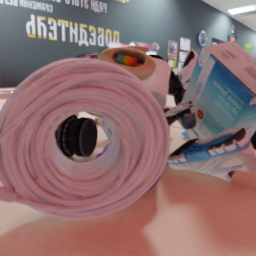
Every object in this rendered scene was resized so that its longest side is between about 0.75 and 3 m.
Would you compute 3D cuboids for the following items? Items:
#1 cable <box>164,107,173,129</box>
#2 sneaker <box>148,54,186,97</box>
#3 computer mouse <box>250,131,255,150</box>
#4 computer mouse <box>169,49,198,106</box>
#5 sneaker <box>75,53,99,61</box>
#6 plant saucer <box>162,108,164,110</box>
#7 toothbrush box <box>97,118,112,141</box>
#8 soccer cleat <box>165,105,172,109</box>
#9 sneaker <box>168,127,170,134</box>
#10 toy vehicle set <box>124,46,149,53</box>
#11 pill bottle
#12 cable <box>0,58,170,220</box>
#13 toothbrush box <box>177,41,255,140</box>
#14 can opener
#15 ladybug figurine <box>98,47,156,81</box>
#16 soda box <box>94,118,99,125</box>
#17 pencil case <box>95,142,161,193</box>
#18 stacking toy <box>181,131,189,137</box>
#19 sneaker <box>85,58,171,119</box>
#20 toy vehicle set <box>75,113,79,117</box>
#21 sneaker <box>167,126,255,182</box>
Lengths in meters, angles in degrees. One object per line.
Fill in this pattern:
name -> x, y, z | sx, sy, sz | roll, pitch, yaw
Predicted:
cable -> 1.279, -0.419, 10.471 | 0.336, 0.971, 0.971 | -31, 39, -26
sneaker -> 1.345, -1.741, 9.424 | 1.925, 1.022, 0.720 | 17, 45, 5
computer mouse -> 2.881, -0.067, 8.470 | 0.534, 1.334, 2.432 | -43, 24, -14
computer mouse -> 1.959, -1.697, 9.091 | 0.472, 2.153, 1.180 | 10, -29, 29
sneaker -> -1.666, -2.677, 11.221 | 1.267, 0.521, 0.468 | -19, 3, -34
plant saucer -> 0.451, -0.560, 8.780 | 2.061, 2.061, 0.333 | -10, 16, -40
toothbrush box -> -0.340, -0.163, 10.099 | 1.276, 0.934, 0.544 | -20, -17, -50
soccer cleat -> 1.651, -1.263, 15.712 | 2.048, 0.884, 0.715 | -1, 12, -9
sneaker -> 1.115, 0.174, 8.400 | 0.376, 0.417, 1.018 | 23, -10, 3
toy vehicle set -> -0.026, -2.838, 10.417 | 1.382, 0.183, 0.858 | 5, 10, 42
pill bottle -> -2.149, 0.165, 7.667 | 2.444, 1.367, 1.367 | 4, 12, 18
cable -> -0.682, 0.237, 4.392 | 2.575, 2.575, 0.892 | 33, 7, -22
toothbrush box -> 2.337, -0.575, 6.994 | 1.048, 2.457, 1.799 | -16, 54, -21
can opener -> 1.216, -0.180, 7.549 | 0.604, 0.757, 2.264 | -13, -8, -10
ladybug figurine -> -0.041, -1.370, 6.190 | 1.301, 0.468, 0.883 | 17, 53, 9
soda box -> -1.045, -0.313, 12.565 | 0.936, 0.300, 0.317 | -3, 12, -10
pencil case -> 0.104, 0.461, 6.572 | 1.319, 1.215, 2.855 | 17, 11, 0
stacking toy -> 2.498, -0.492, 10.009 | 0.918, 1.673, 0.971 | 7, 11, 34
sneaker -> -0.075, -1.105, 7.562 | 2.581, 0.951, 1.492 | -3, 50, 26
toy vehicle set -> -2.119, -0.790, 10.649 | 0.108, 0.817, 0.508 | -34, 1, -10
sneaker -> 1.788, 0.775, 6.222 | 0.900, 1.040, 2.400 | -40, 9, -28
